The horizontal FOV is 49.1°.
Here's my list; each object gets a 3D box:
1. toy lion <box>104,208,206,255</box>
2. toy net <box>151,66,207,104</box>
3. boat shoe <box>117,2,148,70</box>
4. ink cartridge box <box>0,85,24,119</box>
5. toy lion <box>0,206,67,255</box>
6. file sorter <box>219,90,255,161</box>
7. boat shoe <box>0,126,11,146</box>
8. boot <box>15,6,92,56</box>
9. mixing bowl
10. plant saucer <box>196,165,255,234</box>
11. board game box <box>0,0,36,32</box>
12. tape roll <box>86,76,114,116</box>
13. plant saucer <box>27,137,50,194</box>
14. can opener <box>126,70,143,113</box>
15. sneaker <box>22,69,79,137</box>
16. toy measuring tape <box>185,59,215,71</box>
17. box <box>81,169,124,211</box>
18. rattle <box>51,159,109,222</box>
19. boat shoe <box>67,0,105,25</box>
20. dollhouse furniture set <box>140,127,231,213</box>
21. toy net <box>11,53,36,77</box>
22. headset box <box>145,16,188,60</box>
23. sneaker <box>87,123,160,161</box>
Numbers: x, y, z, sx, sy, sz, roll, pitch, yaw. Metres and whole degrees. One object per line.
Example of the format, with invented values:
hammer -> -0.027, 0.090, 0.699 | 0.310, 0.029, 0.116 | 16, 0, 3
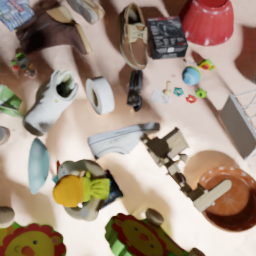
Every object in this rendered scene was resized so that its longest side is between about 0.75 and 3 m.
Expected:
toy lion -> 0.593, 2.843, 6.505 | 2.345, 2.247, 0.805 | 37, 101, 23
toy net -> 1.561, -1.153, 8.903 | 1.038, 1.979, 0.382 | 49, 54, -15
boat shoe -> 0.217, -3.407, 10.281 | 1.009, 0.957, 2.665 | -6, 72, -26
ink cartridge box -> -4.344, -0.955, 9.194 | 2.390, 1.241, 0.709 | 14, 76, 8
toy lion -> -2.803, 3.161, 6.663 | 2.349, 0.841, 2.451 | 29, 36, 15
file sorter -> 3.883, -0.126, 8.778 | 1.119, 1.247, 1.797 | -16, 63, -8
boat shoe -> -3.855, 0.261, 8.287 | 0.585, 1.630, 0.617 | -6, 84, -49
boot -> -2.912, -3.367, 10.960 | 2.355, 1.024, 2.831 | -33, 66, -4
mixing bowl -> 3.208, -4.636, 11.277 | 2.468, 1.337, 2.468 | 0, 61, 1
plant saucer -> 2.927, 2.045, 8.127 | 1.946, 0.314, 1.946 | 0, 60, 1
board game box -> -4.776, -5.081, 11.977 | 1.667, 0.514, 1.668 | -38, 67, -18
tape roll -> -0.947, -1.067, 9.290 | 0.443, 1.267, 1.267 | -21, 63, -22
plant saucer -> -2.254, 0.967, 7.243 | 0.283, 1.471, 1.471 | 0, 61, -4
can opener -> 0.278, -1.318, 9.962 | 0.481, 0.604, 1.805 | -5, 47, 15
sneaker -> -2.085, -1.113, 8.578 | 1.101, 1.728, 2.990 | 36, 24, -23
toy measuring tape -> 2.751, -2.461, 10.591 | 1.136, 0.418, 0.418 | 19, 63, 10
box -> -0.865, 1.899, 8.218 | 1.194, 0.275, 0.949 | -28, 64, -14
rattle -> -1.805, 1.380, 7.120 | 1.762, 1.606, 2.466 | -5, 25, -46
boat shoe -> -1.879, -5.334, 11.988 | 0.833, 0.878, 2.319 | -36, 76, -22
dollhouse furniture set -> 1.382, 0.758, 7.221 | 1.138, 1.332, 2.571 | -36, 26, -3
toy net -> -3.967, -2.319, 10.601 | 0.633, 0.233, 1.206 | -35, 67, -18
headset box -> 1.453, -3.608, 11.028 | 1.348, 0.700, 1.812 | -7, 61, -7
sneaker -> -0.063, 0.427, 8.808 | 2.392, 0.874, 0.847 | -14, 84, -12
